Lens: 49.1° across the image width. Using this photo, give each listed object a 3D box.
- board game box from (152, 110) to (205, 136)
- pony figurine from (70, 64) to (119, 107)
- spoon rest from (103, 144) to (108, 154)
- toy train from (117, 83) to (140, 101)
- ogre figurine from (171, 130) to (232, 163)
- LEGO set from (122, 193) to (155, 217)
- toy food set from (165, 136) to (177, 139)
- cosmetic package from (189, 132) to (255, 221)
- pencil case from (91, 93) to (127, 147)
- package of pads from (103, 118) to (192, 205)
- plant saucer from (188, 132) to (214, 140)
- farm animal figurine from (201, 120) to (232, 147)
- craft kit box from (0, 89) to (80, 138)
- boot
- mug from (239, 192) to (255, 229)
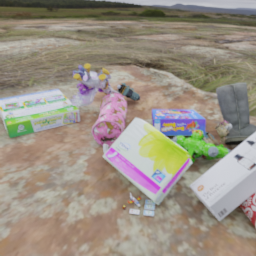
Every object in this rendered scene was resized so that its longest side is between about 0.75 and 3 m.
[{"bbox_3d":[1.792,-0.253,10.649,1.756,0.585,2.612,0,11,4],"label":"board game box"},{"bbox_3d":[-1.510,-1.830,11.701,2.017,1.740,2.089,3,-17,11],"label":"pony figurine"},{"bbox_3d":[0.130,0.954,9.153,1.972,0.598,0.980,8,-6,13],"label":"spoon rest"},{"bbox_3d":[0.037,-1.694,13.601,0.795,0.594,1.395,41,11,35],"label":"toy train"},{"bbox_3d":[2.328,0.656,9.189,2.131,1.046,1.278,38,11,31],"label":"ogre figurine"},{"bbox_3d":[0.289,2.058,7.529,0.853,0.209,0.637,4,25,9],"label":"LEGO set"},{"bbox_3d":[1.398,0.197,10.965,1.473,0.232,0.936,-21,37,-34],"label":"toy food set"},{"bbox_3d":[2.933,1.120,7.250,2.579,0.653,1.064,-39,22,-1],"label":"cosmetic package"},{"bbox_3d":[-0.687,-0.387,11.100,1.170,1.223,2.826,15,26,-5],"label":"pencil case"},{"bbox_3d":[0.547,0.851,8.010,2.152,0.734,1.663,36,80,30],"label":"package of pads"},{"bbox_3d":[2.699,0.487,10.373,0.965,0.173,0.965,-2,41,2],"label":"plant saucer"},{"bbox_3d":[3.088,0.340,9.766,1.311,0.659,1.059,-36,-7,12],"label":"farm animal figurine"},{"bbox_3d":[-4.039,-0.778,12.425,2.967,0.720,2.930,-15,29,-25],"label":"craft kit box"},{"bbox_3d":[4.336,-0.551,10.225,2.043,0.815,2.247,-3,69,16],"label":"boot"},{"bbox_3d":[3.334,2.001,7.233,0.865,1.151,1.296,-40,26,6],"label":"mug"}]
